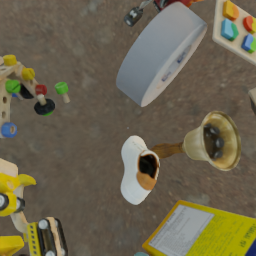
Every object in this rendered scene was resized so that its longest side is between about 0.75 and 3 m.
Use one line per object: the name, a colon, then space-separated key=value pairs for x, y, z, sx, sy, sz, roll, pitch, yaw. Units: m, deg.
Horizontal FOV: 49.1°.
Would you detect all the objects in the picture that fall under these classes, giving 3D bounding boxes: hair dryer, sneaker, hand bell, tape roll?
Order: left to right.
sneaker: x=0.276 y=0.534 z=4.723 sx=0.568 sy=1.560 sz=0.661 roll=32 pitch=117 yaw=-19
tape roll: x=0.749 y=-1.568 z=6.276 sx=0.751 sy=2.274 sz=2.274 roll=40 pitch=86 yaw=7
hair dryer: x=1.125 y=-2.881 z=6.117 sx=2.270 sy=1.729 sz=0.617 roll=-43 pitch=114 yaw=-25
hand bell: x=1.037 y=0.400 z=5.449 sx=1.012 sy=1.943 sz=1.012 roll=10 pitch=73 yaw=-33

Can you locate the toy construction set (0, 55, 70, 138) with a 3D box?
toy construction set: x=-2.963 y=-1.074 z=6.185 sx=2.385 sy=1.832 sz=1.989 roll=18 pitch=48 yaw=35

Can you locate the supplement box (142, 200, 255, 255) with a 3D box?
supplement box: x=1.806 y=2.687 z=5.657 sx=1.494 sy=2.745 sz=1.503 roll=-44 pitch=104 yaw=-22

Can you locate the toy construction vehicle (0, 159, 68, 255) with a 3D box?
toy construction vehicle: x=-2.110 y=1.947 z=5.196 sx=0.895 sy=2.212 sz=2.541 roll=-23 pitch=70 yaw=4

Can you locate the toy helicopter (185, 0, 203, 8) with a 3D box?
toy helicopter: x=1.816 y=-3.524 z=7.375 sx=1.038 sy=0.686 sz=0.409 roll=-25 pitch=120 yaw=22

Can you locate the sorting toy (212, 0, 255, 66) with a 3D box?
sorting toy: x=2.163 y=-1.927 z=5.437 sx=1.176 sy=0.232 sz=1.271 roll=20 pitch=63 yaw=-22

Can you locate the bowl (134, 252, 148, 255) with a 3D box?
bowl: x=0.238 y=3.490 z=5.814 sx=0.780 sy=1.491 sz=1.491 roll=-15 pitch=84 yaw=-32

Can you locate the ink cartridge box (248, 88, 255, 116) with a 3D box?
ink cartridge box: x=3.459 y=-0.697 z=5.939 sx=1.555 sy=1.281 sz=0.584 roll=-25 pitch=70 yaw=20
